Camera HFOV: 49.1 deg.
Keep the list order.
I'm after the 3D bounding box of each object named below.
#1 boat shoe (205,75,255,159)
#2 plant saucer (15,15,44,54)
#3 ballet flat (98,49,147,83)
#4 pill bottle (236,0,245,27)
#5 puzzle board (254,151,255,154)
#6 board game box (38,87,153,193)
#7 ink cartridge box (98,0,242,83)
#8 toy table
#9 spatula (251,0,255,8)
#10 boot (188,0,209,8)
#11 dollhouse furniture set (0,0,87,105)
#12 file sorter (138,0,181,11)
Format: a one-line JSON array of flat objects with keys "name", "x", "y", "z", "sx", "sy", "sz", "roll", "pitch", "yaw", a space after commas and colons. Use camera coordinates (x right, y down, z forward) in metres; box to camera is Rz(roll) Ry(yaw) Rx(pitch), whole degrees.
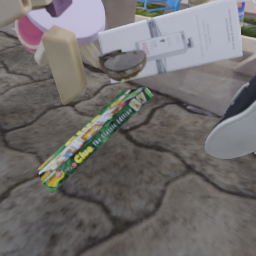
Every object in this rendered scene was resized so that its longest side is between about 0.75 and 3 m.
[{"name": "boat shoe", "x": 2.130, "y": -0.325, "z": 4.721, "sx": 0.880, "sy": 2.383, "sz": 0.719, "roll": 21, "pitch": 47, "yaw": -7}, {"name": "plant saucer", "x": -3.103, "y": -3.350, "z": 9.421, "sx": 1.789, "sy": 1.789, "sz": 0.454, "roll": 12, "pitch": 24, "yaw": 17}, {"name": "ballet flat", "x": -0.110, "y": -0.868, "z": 4.055, "sx": 0.588, "sy": 0.405, "sz": 1.745, "roll": -21, "pitch": 21, "yaw": -9}, {"name": "pill bottle", "x": 3.951, "y": -4.514, "z": 10.500, "sx": 0.770, "sy": 1.374, "sz": 0.770, "roll": -6, "pitch": 33, "yaw": 4}, {"name": "puzzle board", "x": 4.454, "y": 0.173, "z": 8.055, "sx": 1.777, "sy": 0.205, "sz": 2.358, "roll": 9, "pitch": 36, "yaw": 12}, {"name": "board game box", "x": -0.586, "y": 0.106, "z": 4.590, "sx": 2.090, "sy": 0.245, "sz": 1.095, "roll": -44, "pitch": 15, "yaw": -15}, {"name": "ink cartridge box", "x": 0.929, "y": -1.870, "z": 6.111, "sx": 2.618, "sy": 1.084, "sz": 1.918, "roll": -9, "pitch": 17, "yaw": 16}, {"name": "toy table", "x": -1.596, "y": -2.773, "z": 7.272, "sx": 2.357, "sy": 1.502, "sz": 2.565, "roll": -30, "pitch": 72, "yaw": -12}, {"name": "spatula", "x": 3.008, "y": -3.555, "z": 7.178, "sx": 0.127, "sy": 1.102, "sz": 1.585, "roll": -27, "pitch": 47, "yaw": 30}, {"name": "boot", "x": 2.327, "y": -4.272, "z": 7.933, "sx": 1.547, "sy": 1.196, "sz": 0.558, "roll": -42, "pitch": 74, "yaw": -2}, {"name": "dollhouse furniture set", "x": -2.075, "y": -1.410, "z": 5.207, "sx": 1.898, "sy": 2.674, "sz": 2.119, "roll": -2, "pitch": 39, "yaw": 11}, {"name": "file sorter", "x": 0.619, "y": -4.105, "z": 7.421, "sx": 1.090, "sy": 1.233, "sz": 1.777, "roll": -14, "pitch": 56, "yaw": -22}]
